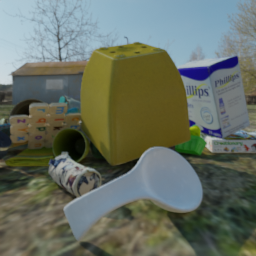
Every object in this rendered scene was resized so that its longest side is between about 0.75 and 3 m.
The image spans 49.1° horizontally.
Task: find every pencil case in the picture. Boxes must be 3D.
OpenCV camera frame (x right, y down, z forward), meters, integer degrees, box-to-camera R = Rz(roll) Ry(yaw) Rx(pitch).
[{"bbox_3d":[-1.031,0.887,5.286,0.545,0.626,1.400,-3,8,-35],"label":"pencil case"}]

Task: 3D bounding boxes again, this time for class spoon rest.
[{"bbox_3d":[0.277,0.887,4.096,2.346,1.165,0.711,-12,-29,-40],"label":"spoon rest"}]

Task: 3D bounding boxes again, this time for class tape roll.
[{"bbox_3d":[-0.600,0.140,10.149,2.780,0.918,2.780,0,8,0],"label":"tape roll"}]

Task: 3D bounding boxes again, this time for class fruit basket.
[{"bbox_3d":[1.913,0.292,8.594,1.040,1.040,0.750,6,-18,39],"label":"fruit basket"}]

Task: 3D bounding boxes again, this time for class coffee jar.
[{"bbox_3d":[0.156,0.418,7.716,2.210,0.943,1.152,2,9,22],"label":"coffee jar"}]

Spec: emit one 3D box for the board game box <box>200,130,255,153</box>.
[{"bbox_3d":[3.470,0.413,9.790,1.637,0.449,2.593,0,7,4],"label":"board game box"}]

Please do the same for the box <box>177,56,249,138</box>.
[{"bbox_3d":[2.676,-1.063,9.395,1.220,2.326,2.139,-22,16,-19],"label":"box"}]

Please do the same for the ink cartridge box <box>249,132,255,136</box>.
[{"bbox_3d":[5.553,0.340,11.203,1.279,0.278,1.110,-7,8,-43],"label":"ink cartridge box"}]

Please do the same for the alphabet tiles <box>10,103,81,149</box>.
[{"bbox_3d":[-2.299,-0.013,7.877,1.905,0.142,1.948,-4,-37,-24],"label":"alphabet tiles"}]

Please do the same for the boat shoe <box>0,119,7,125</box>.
[{"bbox_3d":[-4.743,0.190,10.053,0.900,0.978,2.738,-13,9,-23],"label":"boat shoe"}]

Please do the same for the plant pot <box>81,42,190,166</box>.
[{"bbox_3d":[0.053,-0.838,7.006,2.253,2.305,2.238,-17,30,-22],"label":"plant pot"}]

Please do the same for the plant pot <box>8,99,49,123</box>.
[{"bbox_3d":[-3.574,-0.163,10.936,1.657,1.657,1.438,0,-10,-1],"label":"plant pot"}]

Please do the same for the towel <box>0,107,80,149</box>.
[{"bbox_3d":[-2.934,0.044,8.876,2.533,0.275,1.858,-16,-16,-39],"label":"towel"}]

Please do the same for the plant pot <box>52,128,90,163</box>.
[{"bbox_3d":[-1.433,0.516,7.732,0.939,0.939,1.004,1,-4,11],"label":"plant pot"}]

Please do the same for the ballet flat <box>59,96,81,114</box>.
[{"bbox_3d":[-2.423,-0.823,11.976,0.865,0.915,2.716,8,8,-21],"label":"ballet flat"}]

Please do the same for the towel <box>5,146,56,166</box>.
[{"bbox_3d":[-2.578,0.681,8.479,1.251,0.263,2.908,0,7,-4],"label":"towel"}]

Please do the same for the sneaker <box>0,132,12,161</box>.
[{"bbox_3d":[-3.904,0.450,6.308,2.260,0.927,0.793,16,31,-37],"label":"sneaker"}]
